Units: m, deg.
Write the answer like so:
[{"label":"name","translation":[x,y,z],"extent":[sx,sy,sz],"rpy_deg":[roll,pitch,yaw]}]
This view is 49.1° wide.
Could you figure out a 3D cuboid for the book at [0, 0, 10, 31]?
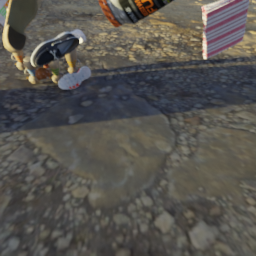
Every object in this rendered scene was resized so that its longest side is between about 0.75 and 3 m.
[{"label":"book","translation":[-4.307,-4.403,10.445],"extent":[0.418,1.163,1.740],"rpy_deg":[6,63,36]}]

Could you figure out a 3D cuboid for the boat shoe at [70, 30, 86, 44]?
[{"label":"boat shoe","translation":[-2.022,-3.116,9.923],"extent":[0.502,0.512,1.447],"rpy_deg":[-42,33,-27]}]

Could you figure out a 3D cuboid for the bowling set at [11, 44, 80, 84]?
[{"label":"bowling set","translation":[-3.295,-2.193,10.835],"extent":[2.697,1.448,1.877],"rpy_deg":[1,53,0]}]

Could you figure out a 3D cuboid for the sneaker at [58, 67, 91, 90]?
[{"label":"sneaker","translation":[-2.151,-1.875,10.925],"extent":[0.644,0.606,1.574],"rpy_deg":[-6,23,46]}]

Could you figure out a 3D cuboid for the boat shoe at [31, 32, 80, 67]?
[{"label":"boat shoe","translation":[-1.330,-1.427,5.191],"extent":[0.305,0.374,1.012],"rpy_deg":[31,56,25]}]

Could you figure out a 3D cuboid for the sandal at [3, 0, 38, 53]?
[{"label":"sandal","translation":[-3.178,-2.957,7.803],"extent":[0.718,0.800,2.182],"rpy_deg":[-14,60,32]}]

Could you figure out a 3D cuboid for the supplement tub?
[{"label":"supplement tub","translation":[0.418,-4.133,8.331],"extent":[2.479,1.519,1.519],"rpy_deg":[-23,28,23]}]

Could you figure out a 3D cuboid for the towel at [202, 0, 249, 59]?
[{"label":"towel","translation":[3.073,-3.266,8.978],"extent":[1.501,2.051,0.307],"rpy_deg":[-25,56,-1]}]
